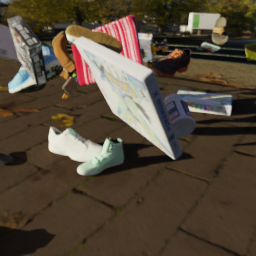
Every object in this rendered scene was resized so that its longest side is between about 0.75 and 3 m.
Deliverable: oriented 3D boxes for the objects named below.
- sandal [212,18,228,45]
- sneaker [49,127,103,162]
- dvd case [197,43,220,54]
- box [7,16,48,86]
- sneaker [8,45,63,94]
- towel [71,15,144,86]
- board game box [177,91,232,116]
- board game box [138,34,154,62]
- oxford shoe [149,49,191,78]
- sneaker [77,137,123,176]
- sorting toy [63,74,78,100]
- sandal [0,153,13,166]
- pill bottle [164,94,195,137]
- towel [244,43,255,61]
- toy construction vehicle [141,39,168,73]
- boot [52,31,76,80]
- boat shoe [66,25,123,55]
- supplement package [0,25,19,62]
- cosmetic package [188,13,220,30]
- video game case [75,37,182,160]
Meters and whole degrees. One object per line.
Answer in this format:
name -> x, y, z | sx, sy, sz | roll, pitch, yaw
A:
sandal -> 2.484, -2.639, 7.515 | 0.423, 0.282, 1.034 | 3, 62, 23
sneaker -> -1.801, 0.483, 9.524 | 2.220, 0.982, 0.835 | 9, 24, 20
dvd case -> 2.916, -2.914, 10.246 | 0.590, 0.089, 0.808 | 16, 1, -7
box -> -2.634, -1.992, 7.425 | 0.362, 1.454, 1.147 | -30, 67, -23
sneaker -> -3.057, -1.848, 9.024 | 2.368, 1.065, 0.928 | -24, -5, 31
towel -> -0.812, -2.670, 9.927 | 2.649, 1.916, 0.298 | -10, 0, 27
board game box -> 3.787, -1.313, 14.278 | 2.779, 0.476, 1.868 | 9, 25, 19
board game box -> 0.380, -3.839, 13.473 | 1.620, 1.617, 0.333 | 7, 65, 11
oxford shoe -> 1.281, -1.994, 8.292 | 0.697, 0.710, 1.958 | 34, 35, 19
sneaker -> -0.877, 0.830, 8.752 | 1.636, 0.965, 0.602 | -18, 31, -33
sorting toy -> -2.201, -1.571, 10.571 | 0.145, 0.597, 1.061 | 27, 77, 25
sandal -> -4.472, 0.985, 9.288 | 1.423, 0.341, 0.535 | 22, 28, 16
pill bottle -> 1.469, -0.420, 8.369 | 0.767, 0.767, 1.282 | -3, 42, -6
towel -> 4.480, -2.735, 10.132 | 0.409, 0.086, 0.951 | -1, -22, 28
toy construction vehicle -> 0.803, -2.483, 10.195 | 1.392, 1.212, 0.490 | -15, 61, -1
boot -> -2.684, -3.104, 12.118 | 1.402, 1.813, 0.668 | 44, 33, 10
boat shoe -> -0.855, -2.149, 7.219 | 1.523, 0.528, 0.539 | 23, 60, 6
supplement package -> -4.703, -3.219, 10.552 | 1.401, 1.091, 0.777 | 11, 4, -39
cosmetic package -> 2.431, -3.418, 9.009 | 0.897, 0.482, 0.380 | 0, 20, -3
video game case -> -0.013, -0.726, 6.656 | 0.306, 2.535, 2.780 | -40, 45, -12
